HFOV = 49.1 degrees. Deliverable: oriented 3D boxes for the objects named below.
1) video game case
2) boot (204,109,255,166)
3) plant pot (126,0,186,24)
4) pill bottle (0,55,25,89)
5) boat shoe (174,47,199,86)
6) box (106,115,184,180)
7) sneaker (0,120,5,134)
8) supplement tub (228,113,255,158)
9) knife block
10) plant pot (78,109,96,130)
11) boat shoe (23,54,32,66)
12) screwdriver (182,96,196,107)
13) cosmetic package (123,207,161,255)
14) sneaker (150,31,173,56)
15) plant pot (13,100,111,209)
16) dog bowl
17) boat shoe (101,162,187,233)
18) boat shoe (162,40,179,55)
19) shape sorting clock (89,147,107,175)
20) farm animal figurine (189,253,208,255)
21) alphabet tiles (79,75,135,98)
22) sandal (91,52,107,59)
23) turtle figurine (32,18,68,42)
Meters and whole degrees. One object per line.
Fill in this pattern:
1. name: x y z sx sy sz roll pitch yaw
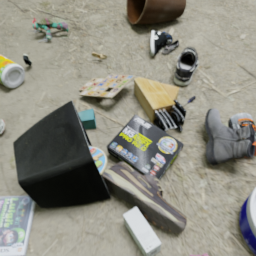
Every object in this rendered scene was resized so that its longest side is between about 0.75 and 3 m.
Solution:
1. video game case: -3.613 2.805 8.068 1.626 0.209 1.788 -2 47 -2
2. boot: 3.530 0.147 9.607 1.574 0.834 2.391 -23 46 36
3. plant pot: 1.725 -7.098 15.865 2.871 2.684 2.684 -1 45 -25
4. pill bottle: -5.635 -2.609 12.448 1.960 1.088 1.088 30 54 26
5. boat shoe: 2.751 -3.103 12.981 1.042 0.851 2.822 19 49 12
6. box: 0.565 0.688 9.533 2.075 0.459 1.662 33 67 21
7. sneaker: -5.098 0.144 10.182 0.518 0.547 1.332 35 65 26
8. supplement tub: 4.141 0.259 9.944 0.900 0.900 1.470 0 48 0
9. knife block: 1.058 -0.772 10.927 2.586 0.827 2.270 18 50 15
10. plant pot: -1.670 -0.293 10.694 0.818 0.578 0.578 -9 50 -2
11. boat shoe: -4.723 -3.092 13.091 0.315 0.843 0.280 8 70 -4
12. screwdriver: 2.405 -1.015 11.640 1.174 0.164 0.171 -34 25 -24
13. cosmetic package: 0.366 2.872 7.672 0.492 0.684 1.212 -26 54 -16
14. sneaker: 1.713 -4.368 14.292 1.145 0.748 2.047 3 46 5
15. plant pot: -2.040 1.059 8.409 2.108 2.371 2.376 -23 51 -7
16. dog bowl: 4.357 2.613 7.605 2.400 0.945 2.400 1 52 -2
17. boat shoe: 0.542 1.884 8.275 2.912 1.085 1.068 32 57 21
18. boat shoe: 2.167 -4.135 14.348 0.420 0.358 1.255 37 57 27
19. shape sorting clock: -1.700 1.241 8.837 2.104 0.413 2.104 -12 35 9
20. farm animal figurine: 2.063 3.852 6.622 1.813 0.912 1.464 25 52 21
21. alphabet tiles: -1.017 -1.813 11.886 2.142 0.081 1.791 9 42 35
22. sandal: -1.401 -3.456 13.680 0.814 0.298 0.268 11 44 -19
23. turtle figurine: -4.348 -5.360 15.107 2.054 1.034 1.537 -13 48 -20
